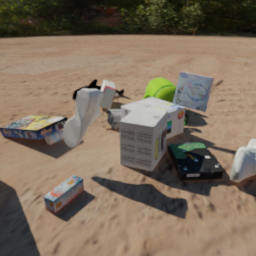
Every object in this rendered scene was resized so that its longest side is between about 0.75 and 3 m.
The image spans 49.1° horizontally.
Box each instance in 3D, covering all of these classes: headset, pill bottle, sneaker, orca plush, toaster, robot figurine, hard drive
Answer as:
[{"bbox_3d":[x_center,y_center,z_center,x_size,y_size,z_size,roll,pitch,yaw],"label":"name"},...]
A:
[{"bbox_3d":[2.187,-0.605,12.432,0.733,1.187,0.558,-20,8,-11],"label":"headset"},{"bbox_3d":[-2.889,0.354,11.163,0.410,0.410,0.754,20,31,37],"label":"pill bottle"},{"bbox_3d":[4.106,1.060,9.025,1.041,0.914,2.598,23,32,36],"label":"sneaker"},{"bbox_3d":[-1.326,-0.260,8.852,0.799,2.125,0.940,42,30,23],"label":"sneaker"},{"bbox_3d":[-1.717,-2.225,16.057,2.981,1.060,1.569,-2,24,-4],"label":"orca plush"},{"bbox_3d":[-0.490,-0.436,12.593,0.788,0.693,1.220,-4,23,-17],"label":"toaster"},{"bbox_3d":[1.783,-1.586,14.010,2.269,1.496,2.586,-5,28,-14],"label":"robot figurine"},{"bbox_3d":[2.211,1.102,9.549,1.387,0.376,1.986,-2,25,-5],"label":"hard drive"}]

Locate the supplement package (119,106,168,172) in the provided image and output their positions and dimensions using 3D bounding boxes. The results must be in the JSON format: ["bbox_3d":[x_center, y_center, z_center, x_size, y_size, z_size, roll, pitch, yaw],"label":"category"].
[{"bbox_3d":[0.561,0.327,9.715,1.215,1.652,1.579,10,27,22],"label":"supplement package"}]

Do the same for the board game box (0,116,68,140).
[{"bbox_3d":[-3.871,-0.053,11.539,2.375,0.411,1.609,3,22,34],"label":"board game box"}]

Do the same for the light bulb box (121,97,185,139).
[{"bbox_3d":[1.015,-0.349,11.714,1.917,1.207,1.934,-20,31,-37],"label":"light bulb box"}]

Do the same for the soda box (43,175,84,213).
[{"bbox_3d":[-1.786,1.831,7.877,0.391,0.420,1.229,14,28,28],"label":"soda box"}]

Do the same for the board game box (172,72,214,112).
[{"bbox_3d":[2.486,-1.403,10.777,1.318,1.312,0.286,19,18,29],"label":"board game box"}]

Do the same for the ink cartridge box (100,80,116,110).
[{"bbox_3d":[-1.135,-1.798,14.920,0.641,1.115,1.537,15,22,-13],"label":"ink cartridge box"}]
